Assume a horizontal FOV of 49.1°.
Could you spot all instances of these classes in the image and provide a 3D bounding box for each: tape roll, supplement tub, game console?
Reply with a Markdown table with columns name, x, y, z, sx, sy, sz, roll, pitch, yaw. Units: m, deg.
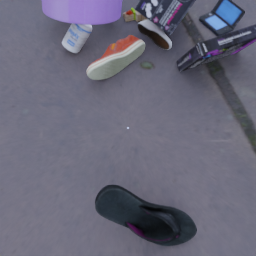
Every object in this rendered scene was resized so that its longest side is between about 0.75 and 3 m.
| name | x | y | z | sx | sy | sz | roll | pitch | yaw |
| --- | --- | --- | --- | --- | --- | --- | --- | --- | --- |
| tape roll | -1.357 | -3.831 | 8.332 | 2.340 | 0.768 | 2.340 | 5 | 38 | -4 |
| supplement tub | -1.520 | -2.770 | 8.370 | 0.592 | 0.898 | 0.592 | 29 | 29 | -19 |
| game console | 3.039 | -3.674 | 9.159 | 0.910 | 0.631 | 1.066 | -28 | 62 | -17 |

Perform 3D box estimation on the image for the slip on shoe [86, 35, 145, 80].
| name | x | y | z | sx | sy | sz | roll | pitch | yaw |
| --- | --- | --- | --- | --- | --- | --- | --- | --- | --- |
| slip on shoe | -0.405 | -2.054 | 8.078 | 0.647 | 0.783 | 2.114 | 42 | 62 | 15 |

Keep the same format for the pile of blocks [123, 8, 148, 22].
| name | x | y | z | sx | sy | sz | roll | pitch | yaw |
| --- | --- | --- | --- | --- | --- | --- | --- | --- | --- |
| pile of blocks | 0.427 | -3.855 | 9.412 | 1.227 | 0.381 | 0.504 | 4 | 59 | 2 |

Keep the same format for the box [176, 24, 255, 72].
| name | x | y | z | sx | sy | sz | roll | pitch | yaw |
| --- | --- | --- | --- | --- | --- | --- | --- | --- | --- |
| box | 2.565 | -2.223 | 7.767 | 2.126 | 1.520 | 0.384 | -22 | 90 | -12 |

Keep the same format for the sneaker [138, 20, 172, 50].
| name | x | y | z | sx | sy | sz | roll | pitch | yaw |
| --- | --- | --- | --- | --- | --- | --- | --- | --- | --- |
| sneaker | 0.973 | -3.039 | 8.830 | 0.608 | 0.523 | 1.436 | -35 | 64 | -17 |

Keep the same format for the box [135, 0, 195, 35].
| name | x | y | z | sx | sy | sz | roll | pitch | yaw |
| --- | --- | --- | --- | --- | --- | --- | --- | --- | --- |
| box | 1.248 | -3.866 | 8.200 | 1.264 | 1.456 | 2.203 | 33 | 33 | -6 |

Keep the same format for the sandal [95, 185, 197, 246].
| name | x | y | z | sx | sy | sz | roll | pitch | yaw |
| --- | --- | --- | --- | --- | --- | --- | --- | --- | --- |
| sandal | 0.384 | 1.830 | 5.362 | 2.228 | 0.533 | 0.837 | 26 | 101 | -17 |
